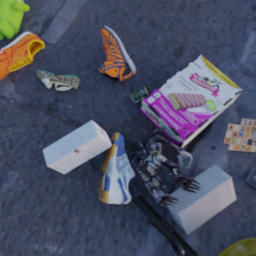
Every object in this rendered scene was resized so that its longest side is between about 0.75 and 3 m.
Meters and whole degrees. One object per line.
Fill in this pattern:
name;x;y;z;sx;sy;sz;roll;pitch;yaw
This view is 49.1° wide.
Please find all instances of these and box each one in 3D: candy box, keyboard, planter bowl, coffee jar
candy box;2.196;-0.956;9.877;2.979;0.909;2.031;-39;74;-18
keyboard;1.025;2.931;8.071;2.548;1.619;0.262;43;90;15
planter bowl;3.197;4.076;7.314;2.239;2.239;0.932;-40;94;-15
coffee jar;0.474;-1.239;10.410;0.758;0.323;0.395;-26;70;-11

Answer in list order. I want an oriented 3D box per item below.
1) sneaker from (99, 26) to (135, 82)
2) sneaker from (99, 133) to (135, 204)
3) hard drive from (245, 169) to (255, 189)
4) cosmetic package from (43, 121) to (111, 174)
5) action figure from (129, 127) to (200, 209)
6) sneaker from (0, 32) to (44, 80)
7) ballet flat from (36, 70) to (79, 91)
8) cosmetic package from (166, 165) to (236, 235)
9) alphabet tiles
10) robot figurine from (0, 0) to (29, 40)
sneaker;-0.709;-2.686;10.495;1.183;0.819;2.112;-32;91;-8
sneaker;-0.283;1.328;9.141;1.043;0.891;2.366;16;62;-19
hard drive;4.349;1.799;9.265;0.831;0.176;0.560;35;72;13
cosmetic package;-1.588;0.640;8.777;1.877;0.954;0.695;-32;57;8
action figure;1.017;1.179;8.747;1.771;1.521;2.981;-43;28;11
sneaker;-4.249;-2.688;10.695;0.954;0.903;2.474;35;73;12
ballet flat;-2.695;-1.738;10.515;1.679;0.569;0.632;10;75;0
cosmetic package;2.209;2.169;8.514;1.986;1.061;0.895;-27;30;-11
alphabet tiles;3.856;0.246;9.374;1.349;0.051;1.128;5;106;-16
robot figurine;-4.932;-4.628;11.290;1.857;1.224;2.116;-1;68;17
